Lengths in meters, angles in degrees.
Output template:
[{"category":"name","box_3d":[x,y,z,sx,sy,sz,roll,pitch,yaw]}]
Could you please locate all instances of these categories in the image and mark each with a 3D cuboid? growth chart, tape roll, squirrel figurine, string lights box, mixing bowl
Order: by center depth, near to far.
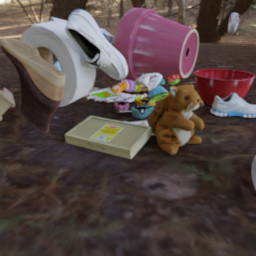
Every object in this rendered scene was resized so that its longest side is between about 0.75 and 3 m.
[{"category":"tape roll","box_3d":[-2.381,-2.082,9.263,2.669,2.669,0.934,14,32,31]},{"category":"squirrel figurine","box_3d":[1.517,-0.543,9.404,1.544,2.036,2.182,-13,31,-30]},{"category":"growth chart","box_3d":[0.580,-0.017,10.828,2.368,0.210,1.713,-6,23,-12]},{"category":"string lights box","box_3d":[-2.092,-4.156,12.486,2.586,0.762,1.329,4,28,-29]},{"category":"mixing bowl","box_3d":[4.606,-1.925,13.811,2.822,1.528,2.822,1,22,0]},{"category":"growth chart","box_3d":[-0.788,-1.693,14.986,2.976,0.264,2.153,16,28,36]}]

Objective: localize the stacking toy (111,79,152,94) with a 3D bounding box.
[{"category":"stacking toy","box_3d":[0.189,-2.527,15.731,2.796,1.534,1.622,-25,31,-31]}]

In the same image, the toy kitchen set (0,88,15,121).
[{"category":"toy kitchen set","box_3d":[-6.484,-1.264,11.862,1.945,2.385,2.151,-47,32,-2]}]

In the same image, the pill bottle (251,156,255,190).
[{"category":"pill bottle","box_3d":[4.269,1.090,6.591,2.299,1.256,1.256,-1,22,-4]}]

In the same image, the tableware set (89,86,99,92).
[{"category":"tableware set","box_3d":[-3.222,-2.441,16.754,2.282,0.317,2.731,-14,25,-31]}]

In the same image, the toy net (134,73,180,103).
[{"category":"toy net","box_3d":[0.852,-1.138,7.634,1.097,0.404,2.092,-20,-6,17]}]

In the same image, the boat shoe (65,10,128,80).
[{"category":"boat shoe","box_3d":[-0.935,-2.152,8.177,0.929,2.525,0.825,-7,51,39]}]

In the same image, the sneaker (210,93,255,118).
[{"category":"sneaker","box_3d":[4.846,-1.026,12.298,2.309,1.001,0.866,1,20,-1]}]

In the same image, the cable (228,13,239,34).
[{"category":"cable","box_3d":[4.336,-4.313,11.577,0.281,0.811,0.811,6,31,7]}]

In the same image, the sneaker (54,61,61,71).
[{"category":"sneaker","box_3d":[-5.045,-4.105,19.748,1.082,1.200,2.928,3,22,11]}]

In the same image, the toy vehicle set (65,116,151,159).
[{"category":"toy vehicle set","box_3d":[-0.679,0.251,9.658,2.572,0.341,1.598,11,32,26]}]

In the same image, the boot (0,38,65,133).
[{"category":"boot","box_3d":[-2.571,-1.056,7.036,2.101,1.748,0.760,37,32,13]}]

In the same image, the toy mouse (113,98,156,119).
[{"category":"toy mouse","box_3d":[0.218,-0.820,12.395,2.649,0.513,2.354,10,23,25]}]

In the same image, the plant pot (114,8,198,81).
[{"category":"plant pot","box_3d":[1.254,-3.133,11.233,2.604,2.910,2.910,19,28,27]}]
